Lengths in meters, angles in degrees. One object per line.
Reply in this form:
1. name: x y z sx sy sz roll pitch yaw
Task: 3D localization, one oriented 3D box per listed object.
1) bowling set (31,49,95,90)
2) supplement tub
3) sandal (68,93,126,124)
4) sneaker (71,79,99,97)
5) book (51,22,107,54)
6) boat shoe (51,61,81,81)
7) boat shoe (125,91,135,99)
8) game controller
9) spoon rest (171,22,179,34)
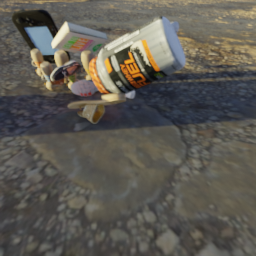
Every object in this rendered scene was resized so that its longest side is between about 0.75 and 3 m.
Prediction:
1. bowling set: -2.596 -1.914 10.679 2.697 1.448 1.877 5 49 8
2. supplement tub: 0.226 -1.917 7.982 2.479 1.519 1.519 -22 23 25
3. sandal: -1.000 -0.495 8.504 2.182 0.718 0.800 -9 -5 33
4. sneaker: -1.536 -1.542 10.592 1.574 0.606 0.644 -15 18 -40
5. book: -1.808 -3.243 10.450 1.740 1.163 0.418 -4 70 -45
6. boat shoe: -1.893 -1.708 8.574 0.305 0.374 1.012 33 55 31
7. boat shoe: -0.337 -1.509 10.322 0.502 0.512 1.447 -13 43 -42
8. game controller: -3.287 -3.456 10.940 1.479 2.836 0.597 7 68 11
9. spoon rest: 1.352 -3.748 11.505 1.796 0.892 0.544 -38 75 -9
